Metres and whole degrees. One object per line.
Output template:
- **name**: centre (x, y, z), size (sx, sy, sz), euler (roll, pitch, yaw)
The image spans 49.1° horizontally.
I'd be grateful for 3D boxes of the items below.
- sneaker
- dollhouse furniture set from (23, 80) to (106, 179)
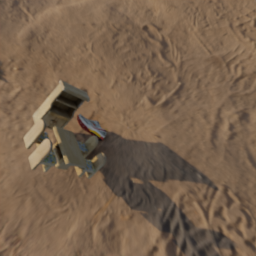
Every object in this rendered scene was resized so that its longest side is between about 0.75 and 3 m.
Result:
- **sneaker**: centre (-1.314, -0.074, 10.072), size (1.254, 0.488, 0.515), euler (40, 65, -3)
- **dollhouse furniture set**: centre (-1.843, 0.057, 8.797), size (1.686, 2.224, 2.537), euler (-44, 52, 19)
